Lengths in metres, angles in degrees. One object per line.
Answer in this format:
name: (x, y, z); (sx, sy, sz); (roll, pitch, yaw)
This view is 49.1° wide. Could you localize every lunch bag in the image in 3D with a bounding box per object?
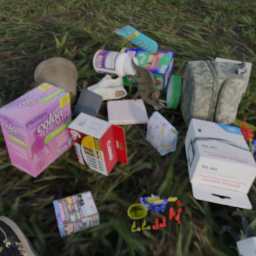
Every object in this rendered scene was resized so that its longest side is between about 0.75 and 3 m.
lunch bag: (1.254, 0.172, 10.171); (0.801, 1.259, 1.068); (-21, 41, -22)
lunch bag: (3.368, -1.330, 11.060); (2.192, 2.613, 1.821); (-3, 37, -2)

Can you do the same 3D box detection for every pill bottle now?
pill bottle: (-0.559, -2.948, 12.893); (1.916, 1.067, 1.067); (16, 40, 29)

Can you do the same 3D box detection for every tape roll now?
tape roll: (1.984, -1.569, 12.278); (0.352, 1.466, 1.466); (7, 37, -2)

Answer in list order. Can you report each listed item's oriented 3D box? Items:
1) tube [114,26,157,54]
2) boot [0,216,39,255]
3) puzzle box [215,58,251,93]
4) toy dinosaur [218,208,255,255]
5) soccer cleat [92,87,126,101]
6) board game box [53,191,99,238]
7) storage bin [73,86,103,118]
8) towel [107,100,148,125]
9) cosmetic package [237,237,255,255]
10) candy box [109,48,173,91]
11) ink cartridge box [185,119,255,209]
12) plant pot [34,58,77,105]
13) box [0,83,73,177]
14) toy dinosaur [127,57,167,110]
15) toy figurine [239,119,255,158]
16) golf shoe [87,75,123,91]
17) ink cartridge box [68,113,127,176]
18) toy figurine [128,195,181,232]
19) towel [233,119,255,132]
tube: (0.445, -4.083, 12.821); (0.883, 0.575, 2.282); (-11, -17, 41)
boot: (-3.040, 3.332, 6.361); (1.884, 0.916, 2.503); (-30, 52, -34)
puzzle box: (5.391, -2.866, 14.911); (1.964, 0.375, 2.953); (16, 40, 19)
toy dinosaur: (3.053, 2.749, 7.427); (0.941, 0.507, 2.135); (38, 50, 18)
soccer cleat: (-0.945, -1.579, 12.994); (1.798, 0.623, 0.697); (-13, 25, -22)
board game box: (-1.452, 2.392, 7.858); (1.093, 0.529, 0.872); (-13, 39, -16)
storage bin: (-1.644, -0.902, 11.751); (0.887, 0.961, 1.320); (21, 71, -4)
towel: (-0.069, -0.671, 12.076); (1.651, 0.266, 1.577); (-4, 39, -5)
cosmetic package: (3.244, 2.922, 6.793); (1.022, 0.576, 0.414); (13, 52, -25)
candy box: (0.732, -3.134, 14.615); (2.861, 1.102, 2.419); (9, 42, 14)
ink cartridge box: (2.799, 0.956, 8.663); (1.724, 1.008, 2.973); (10, 30, 0)
plant pot: (-3.101, -1.882, 12.633); (1.942, 1.942, 1.685); (-13, 55, -17)
box: (-2.964, 0.049, 9.428); (1.122, 2.321, 2.042); (22, 42, 21)
toy dinosaur: (0.710, -1.914, 12.469); (1.310, 2.561, 0.986); (-17, 0, -4)
toy figurine: (4.531, 0.757, 9.529); (1.330, 1.171, 2.220); (14, 33, 5)
golf shoe: (-1.166, -2.150, 13.528); (1.927, 0.937, 0.754); (-19, 42, -22)
ink cartridge box: (-0.923, 0.611, 9.063); (1.604, 1.827, 0.766); (19, 50, 24)
toy figurine: (0.650, 2.329, 8.085); (1.544, 0.814, 0.925); (-8, 9, -14)
towel: (4.809, -0.107, 11.530); (0.898, 0.081, 0.387); (28, 46, 31)
